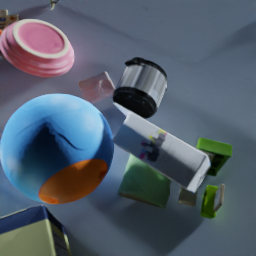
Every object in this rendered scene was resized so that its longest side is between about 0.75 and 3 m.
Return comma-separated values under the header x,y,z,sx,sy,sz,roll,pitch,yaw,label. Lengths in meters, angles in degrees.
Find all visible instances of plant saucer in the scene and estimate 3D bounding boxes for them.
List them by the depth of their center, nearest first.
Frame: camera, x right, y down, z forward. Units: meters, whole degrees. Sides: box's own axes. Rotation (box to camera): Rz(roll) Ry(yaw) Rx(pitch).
x,y,z,sx,sy,sz,roll,pitch,yaw,label
-2.800,-2.652,8.912,2.309,0.585,2.309,17,49,-20,plant saucer

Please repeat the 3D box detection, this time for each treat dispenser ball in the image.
x,y,z,sx,sy,sz,roll,pitch,yaw,label
-1.590,0.469,6.474,2.502,2.502,2.502,0,59,0,treat dispenser ball

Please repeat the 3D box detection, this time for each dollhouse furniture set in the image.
x,y,z,sx,sy,sz,roll,pitch,yaw,label
1.067,1.062,6.815,2.418,1.213,1.584,14,60,8,dollhouse furniture set

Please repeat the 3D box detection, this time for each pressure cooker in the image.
x,y,z,sx,sy,sz,roll,pitch,yaw,label
0.418,-1.198,8.119,1.380,1.359,1.545,19,64,8,pressure cooker

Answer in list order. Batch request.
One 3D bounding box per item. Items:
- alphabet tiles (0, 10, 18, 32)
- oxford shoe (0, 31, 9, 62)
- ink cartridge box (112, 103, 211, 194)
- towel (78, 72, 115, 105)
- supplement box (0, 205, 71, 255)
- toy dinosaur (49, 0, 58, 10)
x,y,z,sx,sy,sz,roll,pitch,yaw,label
-5.051,-3.536,10.292,1.953,0.074,2.347,-10,59,-6,alphabet tiles
-3.684,-2.677,9.440,2.742,0.978,1.000,2,95,-8,oxford shoe
0.598,0.472,6.423,2.401,1.382,0.814,31,86,25,ink cartridge box
-0.969,-1.249,8.802,1.027,0.165,0.981,-21,63,-8,towel
-2.371,3.402,4.949,2.906,1.951,2.903,-17,60,-10,supplement box
-2.954,-4.972,11.100,0.375,0.202,0.852,-19,60,6,toy dinosaur
